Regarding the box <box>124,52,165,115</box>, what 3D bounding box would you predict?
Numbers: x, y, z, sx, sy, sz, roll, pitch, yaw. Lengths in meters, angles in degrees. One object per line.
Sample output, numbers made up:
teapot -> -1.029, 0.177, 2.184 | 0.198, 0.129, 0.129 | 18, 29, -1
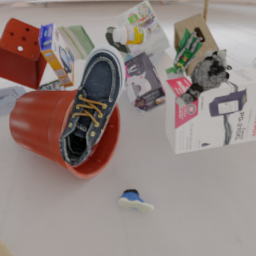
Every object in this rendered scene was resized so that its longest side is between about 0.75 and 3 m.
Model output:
box -> 0.497, -1.560, 9.806 | 1.167, 1.013, 1.766 | -26, 56, 14

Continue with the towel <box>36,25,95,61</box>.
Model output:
towel -> -2.709, -3.094, 10.660 | 2.896, 2.209, 0.339 | 3, 74, 15

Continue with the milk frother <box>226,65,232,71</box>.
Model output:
milk frother -> 3.492, -1.887, 10.480 | 0.832, 0.922, 0.867 | 21, 29, -12

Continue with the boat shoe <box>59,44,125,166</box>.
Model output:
boat shoe -> -0.686, -0.332, 5.288 | 0.820, 2.319, 1.052 | 20, 36, 1

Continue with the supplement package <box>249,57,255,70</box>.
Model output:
supplement package -> 4.848, -1.904, 9.836 | 1.180, 0.840, 1.515 | 35, 82, 6

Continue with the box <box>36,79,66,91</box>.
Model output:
box -> -3.494, -1.629, 12.872 | 0.283, 0.970, 1.417 | 23, 40, 32

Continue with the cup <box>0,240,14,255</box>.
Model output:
cup -> -3.230, 2.745, 5.688 | 1.615, 1.155, 1.615 | 1, 32, 0

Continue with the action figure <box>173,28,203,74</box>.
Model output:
action figure -> 1.760, -2.230, 8.545 | 0.830, 1.405, 0.384 | 31, -6, -22

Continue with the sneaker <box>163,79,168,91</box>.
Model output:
sneaker -> 1.620, -2.385, 14.313 | 1.641, 0.903, 2.241 | 11, 37, 35

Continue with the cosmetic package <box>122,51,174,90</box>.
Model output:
cosmetic package -> 0.671, -2.643, 13.145 | 2.160, 2.153, 1.328 | 32, 2, 41

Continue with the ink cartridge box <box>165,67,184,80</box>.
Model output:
ink cartridge box -> 1.940, -1.995, 11.303 | 0.660, 0.904, 0.380 | -14, 1, -37

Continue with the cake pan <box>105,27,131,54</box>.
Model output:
cake pan -> -0.418, -3.591, 11.746 | 1.421, 1.421, 0.261 | 30, 75, 38

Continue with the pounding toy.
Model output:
pounding toy -> 2.686, -3.430, 10.812 | 1.537, 1.990, 2.161 | -20, 74, 3

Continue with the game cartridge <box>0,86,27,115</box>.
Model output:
game cartridge -> -5.928, -1.147, 12.549 | 2.803, 0.573, 1.866 | -18, 33, -26

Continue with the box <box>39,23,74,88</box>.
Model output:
box -> -2.050, -2.144, 8.193 | 0.373, 1.800, 1.072 | -9, 59, 6

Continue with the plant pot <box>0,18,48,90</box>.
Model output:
plant pot -> -3.433, -2.491, 9.105 | 1.692, 1.491, 1.691 | 19, 68, -19

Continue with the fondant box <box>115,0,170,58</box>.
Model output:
fondant box -> 0.524, -3.542, 10.383 | 1.374, 1.905, 0.555 | -26, -13, 10

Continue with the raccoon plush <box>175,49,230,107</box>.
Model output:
raccoon plush -> 1.543, -1.145, 6.015 | 1.392, 0.674, 0.933 | -31, 15, 23

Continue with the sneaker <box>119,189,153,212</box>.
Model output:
sneaker -> 0.272, 1.948, 7.698 | 0.967, 0.371, 0.538 | 5, 40, 21

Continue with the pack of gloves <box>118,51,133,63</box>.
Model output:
pack of gloves -> -0.052, -2.461, 11.680 | 1.551, 1.303, 0.306 | 13, -11, 1

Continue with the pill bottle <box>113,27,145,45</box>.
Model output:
pill bottle -> 0.019, -2.472, 7.535 | 0.806, 0.448, 0.448 | -5, 32, -20

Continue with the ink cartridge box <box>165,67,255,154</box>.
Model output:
ink cartridge box -> 2.483, -0.500, 8.046 | 2.654, 1.921, 1.119 | -9, 34, -5

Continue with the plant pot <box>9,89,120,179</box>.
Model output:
plant pot -> -2.116, -0.064, 9.027 | 2.711, 2.787, 2.787 | 10, 32, 31
